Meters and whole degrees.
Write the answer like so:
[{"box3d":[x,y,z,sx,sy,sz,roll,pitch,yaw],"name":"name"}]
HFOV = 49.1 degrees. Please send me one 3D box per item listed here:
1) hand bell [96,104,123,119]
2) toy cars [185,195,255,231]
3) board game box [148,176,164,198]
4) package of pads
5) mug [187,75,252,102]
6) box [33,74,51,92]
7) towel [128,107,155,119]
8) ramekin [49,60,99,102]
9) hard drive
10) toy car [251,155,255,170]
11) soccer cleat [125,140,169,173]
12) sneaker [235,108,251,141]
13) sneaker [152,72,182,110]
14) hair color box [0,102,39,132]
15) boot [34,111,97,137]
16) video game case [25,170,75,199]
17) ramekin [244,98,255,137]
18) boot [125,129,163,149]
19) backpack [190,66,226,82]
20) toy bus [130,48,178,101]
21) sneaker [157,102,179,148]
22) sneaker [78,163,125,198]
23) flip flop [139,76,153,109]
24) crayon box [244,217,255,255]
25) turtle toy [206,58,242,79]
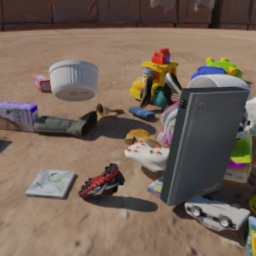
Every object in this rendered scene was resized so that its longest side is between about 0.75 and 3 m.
[{"box3d":[-0.758,-0.755,12.706,1.273,0.663,0.663,-2,22,-35],"name":"hand bell"},{"box3d":[2.826,2.072,6.541,2.912,0.645,1.305,-2,13,2],"name":"toy cars"},{"box3d":[1.212,1.635,7.931,0.772,0.197,1.141,23,34,39],"name":"board game box"},{"box3d":[3.026,0.688,9.150,1.907,0.842,2.468,9,27,18],"name":"package of pads"},{"box3d":[3.496,-1.108,11.241,2.259,1.902,2.577,-10,1,-33],"name":"mug"},{"box3d":[-4.978,-2.582,16.152,0.645,0.673,1.351,-15,30,-29],"name":"box"},{"box3d":[0.591,-0.656,12.504,0.649,0.282,1.163,-12,27,-43],"name":"towel"},{"box3d":[-2.125,-1.779,11.145,1.993,1.046,1.993,-4,-14,-1],"name":"ramekin"},{"box3d":[1.882,0.441,7.005,2.020,2.895,0.476,-7,27,-33],"name":"hard drive"},{"box3d":[4.554,0.691,6.878,2.733,1.341,0.910,-37,8,27],"name":"toy car"},{"box3d":[0.581,0.883,8.079,0.737,0.825,2.128,-32,17,-25],"name":"soccer cleat"},{"box3d":[2.954,-0.312,9.123,1.751,1.074,2.691,1,21,-5],"name":"sneaker"},{"box3d":[1.719,-1.583,12.681,1.446,2.394,1.001,-26,65,15],"name":"sneaker"},{"box3d":[-4.596,-0.466,11.341,1.872,1.023,0.607,5,27,13],"name":"hair color box"},{"box3d":[-2.476,-0.233,11.395,2.062,0.748,1.875,2,23,20],"name":"boot"},{"box3d":[-2.211,1.598,8.085,1.058,0.128,1.161,3,26,6],"name":"video game case"},{"box3d":[4.194,-0.343,8.980,0.628,1.288,1.288,-15,29,-30],"name":"ramekin"},{"box3d":[0.679,0.396,10.158,1.512,0.532,1.082,11,22,13],"name":"boot"},{"box3d":[3.904,-1.931,13.361,1.942,2.005,2.389,12,24,7],"name":"backpack"},{"box3d":[1.442,-2.812,14.535,1.783,2.523,2.628,23,35,37],"name":"toy bus"},{"box3d":[1.535,0.261,8.437,0.941,2.312,1.020,-34,63,-11],"name":"sneaker"},{"box3d":[-0.681,1.545,7.367,1.473,0.720,0.521,-36,16,23],"name":"sneaker"},{"box3d":[0.770,-1.662,13.042,0.444,1.541,0.625,14,9,35],"name":"flip flop"},{"box3d":[3.595,2.673,5.255,2.504,0.646,1.574,8,27,15],"name":"crayon box"},{"box3d":[5.884,-3.434,17.229,2.448,1.237,1.784,0,38,-5],"name":"turtle toy"}]
